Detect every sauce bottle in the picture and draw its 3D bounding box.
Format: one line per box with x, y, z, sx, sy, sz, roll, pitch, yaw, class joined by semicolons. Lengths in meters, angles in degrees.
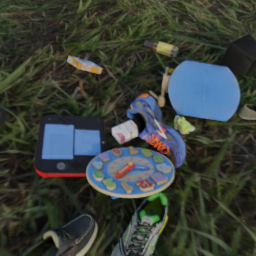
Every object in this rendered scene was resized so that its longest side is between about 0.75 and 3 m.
1.652;-4.111;14.346;1.770;0.573;0.573;26;51;22;sauce bottle

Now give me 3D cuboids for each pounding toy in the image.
1.503;-1.914;11.789;1.135;1.132;1.979;9;46;9;pounding toy

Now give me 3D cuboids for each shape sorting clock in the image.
0.066;1.232;8.511;2.665;0.523;2.665;1;28;-1;shape sorting clock

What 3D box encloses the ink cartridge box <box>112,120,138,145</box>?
-0.086;0.155;10.298;0.846;0.350;0.620;-24;50;-22;ink cartridge box

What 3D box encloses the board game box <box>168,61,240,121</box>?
2.985;-1.432;11.291;2.871;0.559;2.268;8;78;-3;board game box

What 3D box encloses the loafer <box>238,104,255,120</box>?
5.193;-0.634;10.920;1.635;0.569;0.615;-1;45;-1;loafer

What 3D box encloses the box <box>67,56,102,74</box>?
-1.828;-2.729;12.277;0.872;0.304;1.464;37;20;35;box

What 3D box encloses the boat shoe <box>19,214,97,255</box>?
-1.737;2.882;6.787;0.936;0.861;2.620;12;30;35;boat shoe

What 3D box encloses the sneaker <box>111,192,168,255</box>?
0.269;2.763;7.181;1.050;1.146;2.691;17;48;16;sneaker

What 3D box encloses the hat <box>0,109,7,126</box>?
-5.192;-0.229;10.601;1.214;0.490;1.214;6;46;-6;hat

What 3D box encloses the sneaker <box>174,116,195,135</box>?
1.918;-0.101;9.853;0.447;0.453;1.186;-22;20;-15;sneaker

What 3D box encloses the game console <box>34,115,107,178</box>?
-1.930;0.542;9.722;2.360;0.414;2.668;-1;46;-9;game console

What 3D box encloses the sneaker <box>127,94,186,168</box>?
0.855;0.219;9.287;1.066;1.023;2.717;-30;80;-35;sneaker

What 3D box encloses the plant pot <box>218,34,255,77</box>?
5.344;-3.235;13.007;1.445;1.448;1.285;-28;64;-25;plant pot
